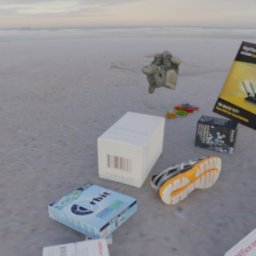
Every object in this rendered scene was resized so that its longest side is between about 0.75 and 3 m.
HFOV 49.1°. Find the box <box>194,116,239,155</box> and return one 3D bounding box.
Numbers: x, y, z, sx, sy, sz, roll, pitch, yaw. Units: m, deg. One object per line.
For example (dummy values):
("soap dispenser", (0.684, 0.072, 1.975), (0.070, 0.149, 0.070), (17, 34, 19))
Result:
("box", (3.495, 0.255, 11.091), (1.501, 1.114, 0.804), (12, 27, 25))

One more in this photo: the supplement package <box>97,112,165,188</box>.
("supplement package", (0.187, 0.630, 9.752), (1.514, 1.519, 2.589), (10, 26, 21))

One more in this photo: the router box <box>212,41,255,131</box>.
("router box", (3.830, -0.865, 7.224), (2.666, 2.096, 0.696), (30, 18, 38))

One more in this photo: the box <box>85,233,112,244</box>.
("box", (-0.744, 2.584, 7.074), (0.640, 0.169, 0.821), (-3, 23, -6))

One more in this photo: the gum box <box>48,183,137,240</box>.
("gum box", (-0.927, 2.136, 7.427), (1.795, 0.400, 1.525), (10, 20, 34))

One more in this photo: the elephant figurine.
("elephant figurine", (1.051, -1.713, 9.538), (1.392, 1.269, 1.794), (33, 48, -6))

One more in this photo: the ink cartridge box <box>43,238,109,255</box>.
("ink cartridge box", (-1.064, 2.934, 5.792), (1.354, 0.580, 1.000), (-3, 24, -11))

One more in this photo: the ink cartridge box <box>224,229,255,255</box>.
("ink cartridge box", (2.962, 3.014, 5.331), (1.396, 0.805, 1.924), (-17, 29, -33))

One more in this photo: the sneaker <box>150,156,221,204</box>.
("sneaker", (1.852, 1.414, 8.719), (2.607, 1.020, 1.007), (-15, 23, -29))

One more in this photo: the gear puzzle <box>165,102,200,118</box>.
("gear puzzle", (2.721, -0.940, 14.741), (2.271, 0.297, 1.176), (-22, 32, -39))
